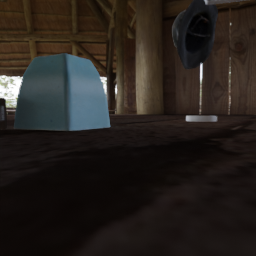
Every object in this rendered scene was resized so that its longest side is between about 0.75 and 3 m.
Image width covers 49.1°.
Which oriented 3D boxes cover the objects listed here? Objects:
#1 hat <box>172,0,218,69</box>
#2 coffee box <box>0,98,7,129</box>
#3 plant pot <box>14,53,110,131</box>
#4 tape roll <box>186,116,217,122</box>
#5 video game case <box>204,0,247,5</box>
[{"bbox_3d":[2.126,-3.359,9.868,0.986,2.444,2.444,27,20,38],"label":"hat"},{"bbox_3d":[-3.779,-0.363,7.002,1.413,0.799,0.564,2,4,23],"label":"coffee box"},{"bbox_3d":[-1.670,-0.905,7.322,1.817,1.851,1.812,2,3,28],"label":"plant pot"},{"bbox_3d":[3.412,-0.443,13.001,1.418,0.259,1.418,0,3,0],"label":"tape roll"},{"bbox_3d":[2.915,-4.249,8.629,1.342,1.220,0.157,-7,-35,-1],"label":"video game case"}]
